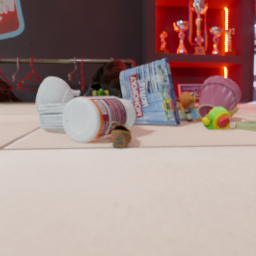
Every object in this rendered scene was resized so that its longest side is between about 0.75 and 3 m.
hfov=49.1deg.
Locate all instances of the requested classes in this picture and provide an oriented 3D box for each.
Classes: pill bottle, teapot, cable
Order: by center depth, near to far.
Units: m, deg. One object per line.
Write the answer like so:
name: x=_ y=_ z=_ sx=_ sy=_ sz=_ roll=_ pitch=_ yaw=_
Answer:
pill bottle: x=-0.763 y=-0.319 z=8.428 sx=1.254 sy=1.254 sz=2.289 roll=4 pitch=8 yaw=30
cable: x=-1.881 y=-0.424 z=10.438 sx=2.847 sy=0.986 sz=2.848 roll=-4 pitch=7 yaw=-34
teapot: x=-3.312 y=-1.328 z=13.370 sx=1.563 sy=2.140 sz=2.113 roll=17 pitch=-15 yaw=4

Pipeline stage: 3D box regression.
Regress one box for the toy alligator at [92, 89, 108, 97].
toy alligator: x=-0.935 y=-1.028 z=9.722 sx=0.522 sy=0.379 sz=1.576 roll=-4 pitch=-2 yaw=-4

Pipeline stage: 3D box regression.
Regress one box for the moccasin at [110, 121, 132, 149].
moccasin: x=-0.206 y=0.133 z=7.453 sx=0.558 sy=0.589 sz=1.527 roll=1 pitch=7 yaw=7

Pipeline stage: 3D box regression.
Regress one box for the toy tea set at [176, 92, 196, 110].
toy tea set: x=3.032 y=-1.110 z=14.834 sx=1.529 sy=0.952 sz=2.571 roll=-38 pitch=-13 yaw=23

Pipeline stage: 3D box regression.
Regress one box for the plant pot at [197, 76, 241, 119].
plant pot: x=3.957 y=-1.145 z=12.660 sx=1.794 sy=1.794 sz=1.606 roll=6 pitch=49 yaw=40

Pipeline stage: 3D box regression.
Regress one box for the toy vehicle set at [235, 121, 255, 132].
toy vehicle set: x=5.081 y=-0.021 z=10.112 sx=1.226 sy=0.262 sz=1.973 roll=-4 pitch=8 yaw=-29

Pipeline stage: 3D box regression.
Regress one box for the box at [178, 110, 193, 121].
box: x=2.472 y=-0.602 z=13.790 sx=1.526 sy=0.522 sz=0.627 roll=-4 pitch=7 yaw=-30

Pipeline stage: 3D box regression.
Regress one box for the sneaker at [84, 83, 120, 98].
sneaker: x=-0.864 y=-1.364 z=10.769 sx=1.519 sy=0.568 sz=0.807 roll=-12 pitch=-19 yaw=-30

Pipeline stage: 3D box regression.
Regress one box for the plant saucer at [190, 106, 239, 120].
plant saucer: x=4.465 y=-0.846 z=14.791 sx=2.595 sy=0.486 sz=2.595 roll=-6 pitch=13 yaw=1

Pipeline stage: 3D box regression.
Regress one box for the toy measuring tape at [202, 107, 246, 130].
toy measuring tape: x=3.747 y=-0.393 z=10.579 sx=2.321 sy=0.854 sz=0.854 roll=-4 pitch=8 yaw=-26

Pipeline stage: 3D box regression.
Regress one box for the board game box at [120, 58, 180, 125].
board game box: x=0.530 y=-1.270 z=12.210 sx=2.915 sy=2.916 sz=0.899 roll=-12 pitch=-4 yaw=22

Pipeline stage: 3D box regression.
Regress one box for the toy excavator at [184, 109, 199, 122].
toy excavator: x=3.304 y=-0.707 z=13.437 sx=1.099 sy=0.549 sz=1.069 roll=-15 pitch=6 yaw=11
